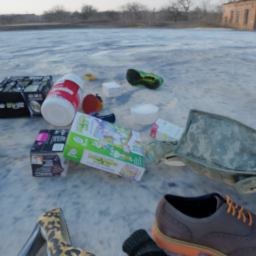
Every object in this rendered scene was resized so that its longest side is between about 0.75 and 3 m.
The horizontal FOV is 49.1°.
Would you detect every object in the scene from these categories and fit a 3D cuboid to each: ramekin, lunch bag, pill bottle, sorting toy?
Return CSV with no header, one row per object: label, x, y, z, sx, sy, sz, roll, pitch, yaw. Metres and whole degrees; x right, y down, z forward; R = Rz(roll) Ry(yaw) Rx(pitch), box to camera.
ramekin,0.659,-0.537,11.337,1.128,0.525,1.128,0,25,0
lunch bag,2.608,0.736,6.602,2.456,1.444,2.015,18,-10,31
pill bottle,-2.550,-1.219,11.339,1.256,1.256,2.238,3,41,6
sorting toy,-2.044,-1.466,12.843,2.678,0.929,0.922,37,17,31

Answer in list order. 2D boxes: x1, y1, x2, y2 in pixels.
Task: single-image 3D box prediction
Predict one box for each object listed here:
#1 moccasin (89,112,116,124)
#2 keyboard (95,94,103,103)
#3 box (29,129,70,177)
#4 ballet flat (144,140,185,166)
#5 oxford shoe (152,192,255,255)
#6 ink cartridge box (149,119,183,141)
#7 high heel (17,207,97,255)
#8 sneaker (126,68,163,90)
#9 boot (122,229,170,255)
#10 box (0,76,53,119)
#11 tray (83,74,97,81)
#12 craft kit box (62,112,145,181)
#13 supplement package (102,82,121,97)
moccasin,-1.201,-0.391,11.006,1.434,0.489,0.577,-2,16,-2
keyboard,-1.361,-1.405,13.008,0.100,0.468,0.780,-29,-2,7
box,-2.223,0.715,8.266,0.964,0.837,1.459,0,26,-5
ballet flat,1.601,0.712,8.380,2.385,0.809,0.898,-9,52,-31
oxford shoe,2.000,1.891,5.367,2.994,1.086,1.066,4,25,3
ink cartridge box,1.322,0.164,9.636,0.959,0.400,0.696,24,41,17
high heel,-0.979,2.093,5.322,2.083,0.744,1.485,-1,30,19
sneaker,0.891,-2.753,15.906,2.410,0.940,1.027,26,27,28
boot,0.147,2.396,5.034,1.222,0.460,0.914,-9,31,-43
box,-4.602,-1.450,12.544,2.193,1.153,2.678,-3,25,-7
tray,-2.376,-3.138,17.371,0.516,0.194,1.047,-12,28,-24
craft kit box,-0.669,0.471,8.329,2.213,0.544,2.241,16,23,-11
supplement package,-0.853,-1.980,14.481,0.702,0.499,0.901,-12,28,-22
